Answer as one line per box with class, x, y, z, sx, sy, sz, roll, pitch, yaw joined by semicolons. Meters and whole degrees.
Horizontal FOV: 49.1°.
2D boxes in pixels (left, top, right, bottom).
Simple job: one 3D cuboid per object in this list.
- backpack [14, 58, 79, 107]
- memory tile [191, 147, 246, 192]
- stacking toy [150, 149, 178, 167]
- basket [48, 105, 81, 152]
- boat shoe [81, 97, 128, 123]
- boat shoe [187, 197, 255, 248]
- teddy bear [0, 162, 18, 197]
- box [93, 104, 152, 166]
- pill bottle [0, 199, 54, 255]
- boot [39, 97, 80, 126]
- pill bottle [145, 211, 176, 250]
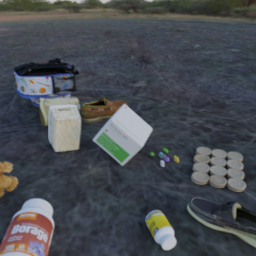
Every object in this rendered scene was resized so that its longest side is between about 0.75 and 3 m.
backpack;-3.946;-2.170;13.215;2.602;2.104;2.732;-5;21;-29
memory tile;2.793;1.230;8.717;1.532;0.168;1.999;8;29;15
stacking toy;1.175;0.971;9.221;0.617;0.192;0.819;-13;28;-26
basket;-2.185;0.029;9.639;0.965;1.423;0.878;-5;32;-24
boat shoe;-0.945;-0.892;12.114;2.347;0.798;0.844;-22;35;-36
boat shoe;2.450;2.045;6.541;2.178;0.706;0.797;17;32;29
teddy bear;-3.411;1.328;6.958;1.187;1.637;0.547;-16;52;-20
box;-0.148;0.213;9.074;1.309;1.127;1.316;41;31;-4
pill bottle;-2.075;2.291;5.820;0.926;0.926;1.651;-1;27;-3
boot;-2.848;-0.753;11.785;1.701;0.796;2.188;-4;22;-17
pill bottle;0.744;2.304;6.311;0.465;0.465;0.830;-9;28;-17
